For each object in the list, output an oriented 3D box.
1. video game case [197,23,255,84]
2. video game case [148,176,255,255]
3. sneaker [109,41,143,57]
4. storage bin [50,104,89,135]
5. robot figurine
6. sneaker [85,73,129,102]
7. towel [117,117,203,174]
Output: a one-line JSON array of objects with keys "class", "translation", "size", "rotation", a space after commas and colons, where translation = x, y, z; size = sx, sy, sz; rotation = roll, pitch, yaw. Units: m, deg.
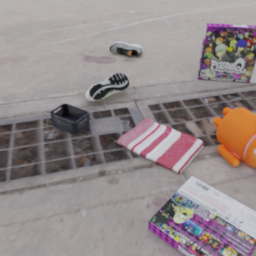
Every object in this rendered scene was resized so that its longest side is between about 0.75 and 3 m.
[{"class": "video game case", "translation": [5.011, -3.522, 13.416], "size": [2.987, 2.707, 0.535], "rotation": [6, 36, 7]}, {"class": "video game case", "translation": [2.039, 2.450, 7.119], "size": [2.322, 0.416, 2.104], "rotation": [27, 44, 32]}, {"class": "sneaker", "translation": [-0.146, -4.603, 16.597], "size": [2.029, 0.750, 0.804], "rotation": [7, 41, 9]}, {"class": "storage bin", "translation": [-2.247, -0.347, 10.821], "size": [1.316, 0.617, 0.890], "rotation": [19, 40, 26]}, {"class": "robot figurine", "translation": [3.983, 0.289, 9.214], "size": [1.819, 1.475, 2.530], "rotation": [-15, 38, -23]}, {"class": "sneaker", "translation": [-0.965, -1.803, 12.518], "size": [2.321, 0.856, 0.928], "rotation": [-26, 7, -32]}, {"class": "towel", "translation": [1.146, 0.527, 9.899], "size": [2.547, 0.290, 1.834], "rotation": [24, 43, 29]}]
